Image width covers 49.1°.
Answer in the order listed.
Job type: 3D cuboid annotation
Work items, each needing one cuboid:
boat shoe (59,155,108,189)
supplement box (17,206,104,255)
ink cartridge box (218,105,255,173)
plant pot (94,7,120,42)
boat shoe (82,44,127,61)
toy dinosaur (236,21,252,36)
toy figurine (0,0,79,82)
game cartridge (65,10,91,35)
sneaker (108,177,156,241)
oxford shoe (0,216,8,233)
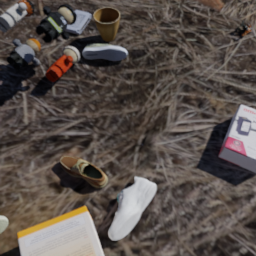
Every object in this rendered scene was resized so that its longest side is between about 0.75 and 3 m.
[{"bbox_3d":[-1.296,1.189,8.205,1.581,0.584,0.598,23,61,14],"label":"boat shoe"},{"bbox_3d":[-1.307,3.520,6.454,1.762,1.028,2.796,-18,59,-11],"label":"supplement box"},{"bbox_3d":[3.748,0.309,8.667,1.280,0.746,1.768,24,61,14],"label":"ink cartridge box"},{"bbox_3d":[-0.823,-4.058,11.232,1.013,1.087,1.013,0,58,0],"label":"plant pot"},{"bbox_3d":[-0.897,-3.008,10.855,1.759,0.633,0.546,4,56,5],"label":"boat shoe"},{"bbox_3d":[4.913,-4.141,11.716,0.592,0.446,0.873,33,40,1],"label":"toy dinosaur"},{"bbox_3d":[-3.043,-3.152,9.871,2.475,2.514,1.749,17,50,13],"label":"toy figurine"},{"bbox_3d":[-2.224,-4.552,12.057,0.869,0.264,1.303,20,60,8],"label":"game cartridge"},{"bbox_3d":[-0.050,2.138,7.636,0.843,0.717,1.904,25,53,26],"label":"sneaker"},{"bbox_3d":[-4.094,2.738,7.222,1.907,0.717,0.551,-24,36,-15],"label":"oxford shoe"}]
